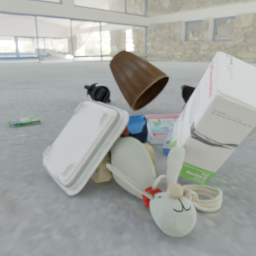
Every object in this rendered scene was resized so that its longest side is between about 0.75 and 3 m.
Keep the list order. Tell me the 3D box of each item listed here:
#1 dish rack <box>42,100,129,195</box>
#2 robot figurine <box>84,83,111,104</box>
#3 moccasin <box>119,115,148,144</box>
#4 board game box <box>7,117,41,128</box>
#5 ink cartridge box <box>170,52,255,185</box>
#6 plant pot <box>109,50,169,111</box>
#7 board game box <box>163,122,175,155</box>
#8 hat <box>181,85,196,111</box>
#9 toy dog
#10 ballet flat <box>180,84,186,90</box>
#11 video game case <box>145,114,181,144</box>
[{"bbox_3d":[-1.044,0.251,5.983,0.441,2.026,1.739,40,-10,-37],"label":"dish rack"},{"bbox_3d":[-1.489,-1.677,13.846,0.996,1.199,1.596,-26,26,-20],"label":"robot figurine"},{"bbox_3d":[0.078,0.146,7.883,1.024,0.868,2.546,-8,8,6],"label":"moccasin"},{"bbox_3d":[-3.848,-0.215,10.339,1.056,0.154,0.711,-9,18,-28],"label":"board game box"},{"bbox_3d":[1.671,-0.158,5.662,0.910,2.167,1.577,21,44,-1],"label":"ink cartridge box"},{"bbox_3d":[0.252,-2.104,11.384,2.094,1.957,1.957,50,36,13],"label":"plant pot"},{"bbox_3d":[1.709,0.334,7.673,1.260,0.275,1.266,5,35,20],"label":"board game box"},{"bbox_3d":[2.172,-0.468,8.730,0.717,1.778,1.778,-50,37,-15],"label":"hat"},{"bbox_3d":[0.286,0.652,5.276,1.881,1.373,2.851,-16,22,-42],"label":"toy dog"},{"bbox_3d":[2.432,-1.367,10.901,0.883,0.328,0.328,37,9,-16],"label":"ballet flat"},{"bbox_3d":[1.551,-0.032,9.579,1.966,0.240,2.750,-1,17,-3],"label":"video game case"}]
